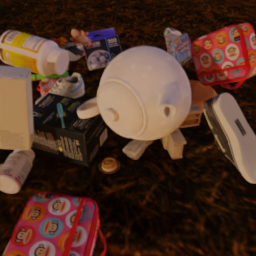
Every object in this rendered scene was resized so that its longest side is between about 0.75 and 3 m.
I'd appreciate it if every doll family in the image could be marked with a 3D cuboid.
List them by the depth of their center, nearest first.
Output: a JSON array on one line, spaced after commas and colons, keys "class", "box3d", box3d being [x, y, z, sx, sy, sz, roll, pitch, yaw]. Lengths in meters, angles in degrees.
[{"class": "doll family", "box3d": [-2.443, -3.111, 10.817, 2.139, 1.328, 0.964, -1, 81, 26]}]

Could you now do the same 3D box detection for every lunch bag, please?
[{"class": "lunch bag", "box3d": [-1.767, 3.063, 7.246, 2.372, 1.103, 2.693, 8, 40, 2]}, {"class": "lunch bag", "box3d": [3.002, -2.090, 8.727, 0.858, 1.844, 2.094, -22, 10, -27]}, {"class": "lunch bag", "box3d": [-3.949, -1.980, 13.780, 1.033, 0.481, 1.173, -10, 40, -12]}]

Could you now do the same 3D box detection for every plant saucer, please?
[{"class": "plant saucer", "box3d": [3.067, -1.601, 13.348, 2.464, 0.461, 2.464, 1, 39, 0]}]

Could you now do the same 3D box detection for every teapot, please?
[{"class": "teapot", "box3d": [0.116, -0.767, 8.006, 2.955, 2.994, 2.187, 43, 52, 16]}]

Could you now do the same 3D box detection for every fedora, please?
[{"class": "fedora", "box3d": [-0.675, 1.282, 9.944, 0.763, 0.311, 0.763, 1, 39, 0]}]

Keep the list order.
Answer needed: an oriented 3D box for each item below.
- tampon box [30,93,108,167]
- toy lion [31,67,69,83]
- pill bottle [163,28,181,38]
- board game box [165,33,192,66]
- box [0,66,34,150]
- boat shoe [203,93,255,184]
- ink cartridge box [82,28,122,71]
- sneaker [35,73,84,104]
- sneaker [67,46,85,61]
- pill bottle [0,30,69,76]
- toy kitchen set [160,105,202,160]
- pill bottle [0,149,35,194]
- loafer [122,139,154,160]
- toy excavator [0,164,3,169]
[{"class": "tampon box", "box3d": [-2.284, 0.014, 10.466, 2.515, 1.588, 1.885, 14, 41, 16]}, {"class": "toy lion", "box3d": [-4.247, -2.605, 14.190, 1.853, 0.664, 1.934, -1, 12, 38]}, {"class": "pill bottle", "box3d": [2.049, -4.281, 13.031, 0.628, 0.628, 1.085, -7, 31, -9]}, {"class": "board game box", "box3d": [2.013, -3.189, 11.005, 1.311, 1.310, 0.404, -37, 25, -25]}, {"class": "box", "box3d": [-3.499, -0.553, 8.592, 1.037, 2.525, 0.863, 5, 33, -11]}, {"class": "boat shoe", "box3d": [2.869, 0.306, 7.666, 0.909, 2.572, 0.819, -24, 1, -30]}, {"class": "ink cartridge box", "box3d": [-1.099, -3.359, 11.781, 1.569, 1.584, 0.344, -16, 2, -15]}, {"class": "sneaker", "box3d": [-3.185, -1.658, 12.935, 1.012, 1.069, 2.646, 29, 48, 28]}, {"class": "sneaker", "box3d": [-3.194, -4.505, 16.826, 1.879, 0.718, 0.756, -29, 34, -35]}, {"class": "pill bottle", "box3d": [-3.238, -2.541, 9.710, 2.223, 1.214, 1.214, 19, 43, 13]}, {"class": "toy kitchen set", "box3d": [2.222, -0.239, 10.692, 1.882, 1.702, 2.087, -8, 40, -10]}, {"class": "pill bottle", "box3d": [-3.757, 1.366, 9.409, 0.848, 0.848, 1.497, 5, 39, 6]}, {"class": "loafer", "box3d": [0.546, 0.411, 10.719, 0.680, 0.682, 1.950, 30, 48, 21]}, {"class": "toy excavator", "box3d": [-5.098, 1.102, 9.915, 1.689, 0.867, 1.737, -4, 53, -6]}]
